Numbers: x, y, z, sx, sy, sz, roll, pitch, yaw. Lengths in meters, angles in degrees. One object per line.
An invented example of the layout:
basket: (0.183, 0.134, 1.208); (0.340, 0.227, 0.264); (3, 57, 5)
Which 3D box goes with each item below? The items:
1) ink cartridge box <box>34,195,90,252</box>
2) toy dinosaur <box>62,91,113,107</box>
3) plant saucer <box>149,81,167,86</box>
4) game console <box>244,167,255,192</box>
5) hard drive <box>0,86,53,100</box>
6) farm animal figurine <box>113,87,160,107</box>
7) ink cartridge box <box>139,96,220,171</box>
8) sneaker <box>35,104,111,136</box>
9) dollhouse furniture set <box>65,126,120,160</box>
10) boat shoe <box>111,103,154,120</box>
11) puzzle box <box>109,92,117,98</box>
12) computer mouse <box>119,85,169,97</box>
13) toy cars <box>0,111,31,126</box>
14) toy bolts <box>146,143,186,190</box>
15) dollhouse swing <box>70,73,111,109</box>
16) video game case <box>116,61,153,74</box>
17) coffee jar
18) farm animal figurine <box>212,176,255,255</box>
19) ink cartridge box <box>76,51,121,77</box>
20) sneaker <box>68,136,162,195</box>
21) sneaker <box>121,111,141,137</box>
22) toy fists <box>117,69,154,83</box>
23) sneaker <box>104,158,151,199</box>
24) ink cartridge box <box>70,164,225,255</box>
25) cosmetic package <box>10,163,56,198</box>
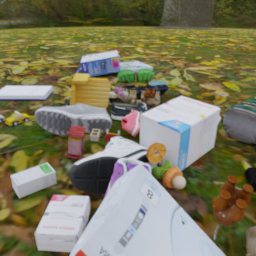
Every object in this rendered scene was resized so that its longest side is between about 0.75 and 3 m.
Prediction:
ink cartridge box: (-1.240, 1.854, 5.515); (0.799, 0.465, 1.097); (2, 24, 4)
toy dinosaur: (-1.974, -1.322, 11.772); (2.426, 0.934, 1.240); (-12, 10, -34)
plant saucer: (1.575, -2.243, 14.703); (0.985, 0.177, 0.985); (1, 24, 0)
game console: (3.596, 1.614, 6.231); (1.533, 0.313, 2.598); (5, 24, 10)
hard drive: (-4.906, -1.667, 13.313); (2.278, 0.289, 1.503); (0, 25, 1)
farm animal figurine: (0.352, -1.209, 11.797); (1.812, 0.911, 1.464); (7, 7, 22)
ink cartridge box: (1.565, 0.080, 8.111); (2.174, 1.362, 1.398); (-25, 37, -37)
sneaker: (-1.873, -0.355, 9.650); (2.530, 0.945, 1.037); (6, 35, -15)
dollhouse furniture set: (-1.021, 0.480, 8.155); (1.488, 0.801, 0.605); (7, 26, 0)
boat shoe: (0.377, -0.656, 10.712); (2.080, 0.627, 0.786); (-1, 22, -6)
puzzle box: (-1.228, -1.556, 12.930); (1.577, 0.201, 1.049); (5, 12, 10)
computer mouse: (0.687, -1.703, 13.244); (2.314, 0.533, 1.625); (-8, 21, -5)
toy cars: (-4.599, -0.383, 10.409); (1.833, 0.406, 0.822); (-2, 25, -4)
toy bolts: (0.709, 1.094, 6.544); (1.224, 1.169, 0.849); (-29, 35, -21)
dollhouse swing: (-1.427, -1.114, 10.685); (1.393, 1.585, 1.440); (8, 25, -7)
video game case: (0.056, -3.970, 18.315); (2.389, 0.263, 2.177); (-12, 27, -23)
coffee jar: (4.591, -0.441, 9.624); (2.737, 1.168, 1.428); (-20, 32, -38)
farm animal figurine: (2.595, 2.001, 4.303); (2.754, 1.436, 2.723); (8, 38, 2)
ink cartridge box: (-1.851, -3.832, 16.897); (2.660, 1.016, 1.815); (-8, 25, -1)
sneaker: (-0.512, 0.878, 7.204); (2.519, 0.951, 1.450); (-5, 19, -34)
sneaker: (0.074, -0.281, 9.712); (0.628, 0.533, 1.447); (24, 26, -13)
toy fists: (0.416, -2.881, 15.521); (2.015, 0.693, 1.027); (-1, 18, 1)
sneaker: (0.034, 1.495, 4.924); (0.975, 1.534, 2.690); (7, 24, -16)
ink cartridge box: (0.310, 1.989, 3.464); (0.639, 2.163, 2.702); (-38, 7, 28)
cosmetic package: (-2.301, 1.270, 6.850); (0.946, 0.401, 0.509); (-18, 34, -35)
